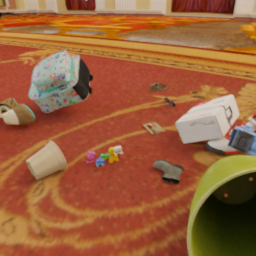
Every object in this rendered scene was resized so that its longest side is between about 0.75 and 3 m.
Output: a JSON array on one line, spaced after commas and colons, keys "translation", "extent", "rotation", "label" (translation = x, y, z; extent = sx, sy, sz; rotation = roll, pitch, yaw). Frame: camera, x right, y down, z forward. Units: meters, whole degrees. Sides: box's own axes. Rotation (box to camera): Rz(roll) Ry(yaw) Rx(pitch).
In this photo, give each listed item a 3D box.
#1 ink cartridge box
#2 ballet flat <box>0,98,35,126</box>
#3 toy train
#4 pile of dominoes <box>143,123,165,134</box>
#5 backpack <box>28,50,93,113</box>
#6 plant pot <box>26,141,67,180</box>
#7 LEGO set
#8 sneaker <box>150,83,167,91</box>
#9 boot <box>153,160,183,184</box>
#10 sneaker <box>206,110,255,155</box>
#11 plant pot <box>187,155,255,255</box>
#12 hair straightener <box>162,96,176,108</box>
[{"translation": [2.914, -0.318, 10.193], "extent": [1.541, 0.884, 2.121], "rotation": [-13, 15, 41], "label": "ink cartridge box"}, {"translation": [-4.693, -0.599, 11.349], "extent": [0.950, 0.891, 2.627], "rotation": [-26, 35, -31], "label": "ballet flat"}, {"translation": [3.827, 0.507, 8.273], "extent": [1.743, 0.756, 0.996], "rotation": [26, 20, 21], "label": "toy train"}, {"translation": [1.017, -0.030, 10.940], "extent": [0.595, 0.122, 0.764], "rotation": [-15, 38, -24], "label": "pile of dominoes"}, {"translation": [-3.030, -1.886, 11.907], "extent": [2.523, 1.900, 2.240], "rotation": [-23, 46, 19], "label": "backpack"}, {"translation": [-2.453, 1.029, 8.292], "extent": [0.907, 0.991, 0.991], "rotation": [-32, 40, -27], "label": "plant pot"}, {"translation": [-0.687, 0.836, 8.953], "extent": [1.275, 0.523, 0.486], "rotation": [-13, 31, -24], "label": "LEGO set"}, {"translation": [1.655, -2.221, 14.889], "extent": [1.078, 0.407, 0.380], "rotation": [-16, 32, -27], "label": "sneaker"}, {"translation": [1.125, 1.301, 8.320], "extent": [0.976, 0.331, 0.638], "rotation": [12, 35, 24], "label": "boot"}, {"translation": [3.951, 0.067, 9.461], "extent": [2.614, 1.401, 0.873], "rotation": [-3, 28, -6], "label": "sneaker"}, {"translation": [2.438, 1.608, 5.831], "extent": [2.568, 2.568, 2.744], "rotation": [4, 11, 7], "label": "plant pot"}, {"translation": [1.858, -1.260, 13.014], "extent": [0.375, 0.200, 0.976], "rotation": [6, 33, -25], "label": "hair straightener"}]
